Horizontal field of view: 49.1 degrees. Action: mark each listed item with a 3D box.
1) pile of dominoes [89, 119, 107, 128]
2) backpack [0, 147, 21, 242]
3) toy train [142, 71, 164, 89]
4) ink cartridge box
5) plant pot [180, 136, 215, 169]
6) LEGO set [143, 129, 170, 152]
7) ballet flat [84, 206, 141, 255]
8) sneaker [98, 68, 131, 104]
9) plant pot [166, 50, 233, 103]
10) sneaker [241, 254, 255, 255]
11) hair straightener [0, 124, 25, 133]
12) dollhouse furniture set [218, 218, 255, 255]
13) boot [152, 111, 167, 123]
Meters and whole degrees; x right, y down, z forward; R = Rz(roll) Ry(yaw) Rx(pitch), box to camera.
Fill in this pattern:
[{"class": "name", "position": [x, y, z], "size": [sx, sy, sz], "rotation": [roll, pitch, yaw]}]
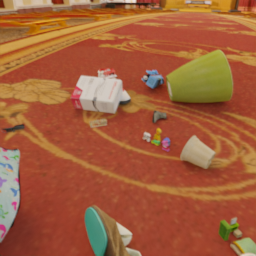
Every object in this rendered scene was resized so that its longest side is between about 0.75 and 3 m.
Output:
[{"class": "pile of dominoes", "position": [-1.339, -0.255, 12.420], "size": [0.764, 0.122, 0.595], "rotation": [-9, 31, -17]}, {"class": "backpack", "position": [-3.630, 1.673, 6.748], "size": [1.900, 2.240, 2.523], "rotation": [24, 20, -40]}, {"class": "toy train", "position": [1.478, -2.766, 16.009], "size": [0.996, 0.756, 1.743], "rotation": [39, 25, 15]}, {"class": "ink cartridge box", "position": [-1.463, -1.617, 13.570], "size": [2.121, 0.884, 1.541], "rotation": [9, 54, 13]}, {"class": "plant pot", "position": [2.449, 0.917, 9.665], "size": [0.907, 0.991, 0.991], "rotation": [32, 41, 26]}, {"class": "LEGO set", "position": [1.199, 0.364, 10.921], "size": [1.275, 0.523, 0.486], "rotation": [26, 38, 38]}, {"class": "ballet flat", "position": [-0.215, 2.826, 6.388], "size": [0.950, 0.891, 2.627], "rotation": [7, 24, -30]}, {"class": "sneaker", "position": [-0.799, -2.264, 14.653], "size": [0.873, 1.401, 2.614], "rotation": [-19, 34, -29]}, {"class": "plant pot", "position": [3.374, -2.269, 13.996], "size": [2.744, 2.568, 2.568], "rotation": [-14, 30, 2]}, {"class": "sneaker", "position": [1.927, 3.180, 5.203], "size": [0.802, 1.114, 2.131], "rotation": [39, 45, 22]}, {"class": "hair straightener", "position": [-4.885, 0.033, 11.823], "size": [0.976, 0.200, 0.375], "rotation": [-6, 30, -15]}, {"class": "dollhouse furniture set", "position": [2.762, 2.687, 6.892], "size": [0.595, 0.456, 0.908], "rotation": [-12, 32, -20]}, {"class": "boot", "position": [1.436, -0.500, 12.680], "size": [0.638, 0.331, 0.976], "rotation": [10, 32, 6]}]
